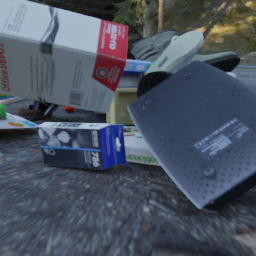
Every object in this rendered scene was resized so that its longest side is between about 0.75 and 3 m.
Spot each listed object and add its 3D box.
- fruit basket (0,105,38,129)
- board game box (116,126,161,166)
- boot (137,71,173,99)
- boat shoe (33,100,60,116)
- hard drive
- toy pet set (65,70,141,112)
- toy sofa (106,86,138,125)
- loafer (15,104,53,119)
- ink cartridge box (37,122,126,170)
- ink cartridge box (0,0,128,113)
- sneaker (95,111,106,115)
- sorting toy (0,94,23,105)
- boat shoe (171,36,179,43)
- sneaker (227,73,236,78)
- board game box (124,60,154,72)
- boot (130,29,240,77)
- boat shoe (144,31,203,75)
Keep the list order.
[{"bbox_3d":[-3.670,-0.364,6.625,2.158,1.092,2.330,19,17,28],"label":"fruit basket"},{"bbox_3d":[0.048,0.303,5.792,2.039,0.353,1.287,5,16,19],"label":"board game box"},{"bbox_3d":[1.925,-0.494,6.508,3.031,1.141,2.266,26,23,31],"label":"boot"},{"bbox_3d":[-1.863,-1.373,7.981,0.892,2.389,1.108,28,14,-12],"label":"boat shoe"},{"bbox_3d":[1.142,-0.035,4.361,1.760,0.552,2.609,-34,38,1],"label":"hard drive"},{"bbox_3d":[-0.750,-1.562,8.794,2.487,1.414,2.664,-2,-12,-17],"label":"toy pet set"},{"bbox_3d":[0.672,-0.706,8.135,2.605,1.079,1.271,-4,17,-14],"label":"toy sofa"},{"bbox_3d":[-2.815,-0.498,8.494,0.433,0.420,1.185,11,12,38],"label":"loafer"},{"bbox_3d":[-0.798,0.300,4.783,1.508,0.750,0.296,0,19,18],"label":"ink cartridge box"},{"bbox_3d":[-1.418,-1.368,5.715,2.477,1.787,1.037,9,58,-12],"label":"ink cartridge box"},{"bbox_3d":[-0.940,-1.211,8.895,0.676,1.704,0.630,-15,17,-8],"label":"sneaker"},{"bbox_3d":[-5.418,-1.341,11.469,1.550,0.539,1.541,3,16,11],"label":"sorting toy"},{"bbox_3d":[1.257,-2.071,7.540,0.293,0.793,0.271,3,57,-8],"label":"boat shoe"},{"bbox_3d":[1.774,-0.598,7.047,2.047,1.207,0.753,-17,-3,15],"label":"sneaker"},{"bbox_3d":[-0.184,-1.714,7.529,1.491,0.273,1.128,0,16,-25],"label":"board game box"},{"bbox_3d":[1.628,-2.259,8.430,2.976,1.944,1.008,-15,-23,3],"label":"boot"},{"bbox_3d":[1.199,-1.635,7.101,0.655,1.838,0.641,27,28,-45],"label":"boat shoe"}]
